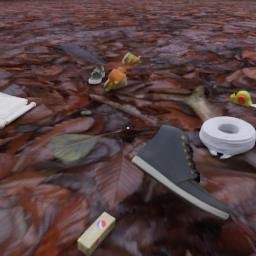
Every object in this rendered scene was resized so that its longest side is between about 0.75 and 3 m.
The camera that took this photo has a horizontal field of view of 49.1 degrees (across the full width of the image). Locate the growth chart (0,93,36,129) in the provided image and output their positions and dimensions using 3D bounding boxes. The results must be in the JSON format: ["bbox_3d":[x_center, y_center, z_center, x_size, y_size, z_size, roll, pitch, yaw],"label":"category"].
[{"bbox_3d":[-4.856,-0.762,10.053,2.883,0.256,2.087,16,34,25],"label":"growth chart"}]

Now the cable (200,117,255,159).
[{"bbox_3d":[2.849,0.186,8.095,1.526,0.529,1.527,-12,32,-15],"label":"cable"}]

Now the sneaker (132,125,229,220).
[{"bbox_3d":[1.244,0.820,5.807,2.276,0.851,1.209,32,81,29],"label":"sneaker"}]

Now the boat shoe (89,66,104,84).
[{"bbox_3d":[-1.429,-2.409,12.663,0.517,0.466,1.462,5,31,8],"label":"boat shoe"}]

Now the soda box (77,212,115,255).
[{"bbox_3d":[-0.590,1.988,5.290,0.272,0.257,0.802,24,38,25],"label":"soda box"}]

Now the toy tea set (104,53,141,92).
[{"bbox_3d":[-0.087,-2.274,11.469,0.767,1.233,2.073,38,73,-1],"label":"toy tea set"}]

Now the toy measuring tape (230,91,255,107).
[{"bbox_3d":[4.498,-1.049,10.319,1.408,0.518,0.518,19,35,29],"label":"toy measuring tape"}]
